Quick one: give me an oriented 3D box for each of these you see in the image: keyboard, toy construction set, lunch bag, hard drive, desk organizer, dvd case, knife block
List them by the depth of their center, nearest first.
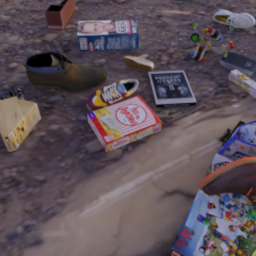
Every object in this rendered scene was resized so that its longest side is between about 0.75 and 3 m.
[{"bbox_3d":[3.354,0.417,7.569,1.558,1.325,0.965,-8,62,-11],"label":"lunch bag"},{"bbox_3d":[3.205,0.336,8.498,0.731,0.278,1.405,38,61,15],"label":"keyboard"},{"bbox_3d":[-3.886,-0.410,8.855,1.884,0.687,2.146,13,47,13],"label":"knife block"},{"bbox_3d":[1.541,-1.438,10.160,1.419,0.234,1.888,-4,47,-4],"label":"dvd case"},{"bbox_3d":[4.452,-2.549,11.175,1.406,0.297,0.948,30,53,26],"label":"hard drive"},{"bbox_3d":[3.368,-3.524,11.471,1.717,1.432,1.320,11,37,7],"label":"toy construction set"},{"bbox_3d":[-3.308,-5.795,13.873,0.826,0.886,2.302,6,47,6],"label":"desk organizer"}]

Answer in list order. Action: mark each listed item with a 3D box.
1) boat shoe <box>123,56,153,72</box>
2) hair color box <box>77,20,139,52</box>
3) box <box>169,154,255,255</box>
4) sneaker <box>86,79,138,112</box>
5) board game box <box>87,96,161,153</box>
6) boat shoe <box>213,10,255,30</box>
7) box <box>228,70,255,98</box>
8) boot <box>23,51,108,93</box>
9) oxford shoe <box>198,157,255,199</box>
[{"bbox_3d":[0.414,-2.575,11.106,1.258,0.464,0.435,21,52,7],"label":"boat shoe"},{"bbox_3d":[-0.866,-4.060,12.280,2.628,0.795,1.314,-3,46,-3],"label":"hair color box"},{"bbox_3d":[2.481,2.131,6.515,2.007,0.554,2.939,23,50,20],"label":"box"},{"bbox_3d":[-0.521,-1.170,9.340,1.892,0.852,0.709,-31,91,-26],"label":"sneaker"},{"bbox_3d":[-0.136,-0.176,8.800,1.891,0.438,1.432,-22,50,-19],"label":"board game box"},{"bbox_3d":[4.949,-5.131,13.360,1.959,0.724,0.835,33,54,30],"label":"boat shoe"},{"bbox_3d":[4.387,-1.542,10.182,0.327,0.350,1.690,-24,52,-20],"label":"box"},{"bbox_3d":[-2.139,-1.917,9.633,2.836,1.374,1.059,-4,75,-2],"label":"boot"},{"bbox_3d":[2.941,1.240,6.355,2.647,0.942,0.960,-11,57,-5],"label":"oxford shoe"}]
